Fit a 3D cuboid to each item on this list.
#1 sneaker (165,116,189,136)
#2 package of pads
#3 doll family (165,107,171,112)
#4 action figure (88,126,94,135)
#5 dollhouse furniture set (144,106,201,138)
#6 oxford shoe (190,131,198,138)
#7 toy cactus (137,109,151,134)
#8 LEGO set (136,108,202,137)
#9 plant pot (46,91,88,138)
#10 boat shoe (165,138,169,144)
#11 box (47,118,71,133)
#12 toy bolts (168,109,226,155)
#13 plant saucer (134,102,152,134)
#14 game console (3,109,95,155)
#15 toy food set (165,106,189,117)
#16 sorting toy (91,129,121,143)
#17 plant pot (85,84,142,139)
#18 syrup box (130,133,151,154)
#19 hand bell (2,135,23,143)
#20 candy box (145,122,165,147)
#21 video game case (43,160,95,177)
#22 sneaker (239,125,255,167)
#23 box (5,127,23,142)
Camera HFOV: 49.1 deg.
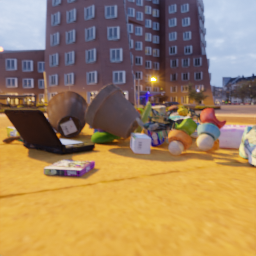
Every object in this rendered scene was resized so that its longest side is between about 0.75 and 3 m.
[{"bbox_3d":[1.909,-0.066,11.503,0.953,0.928,2.394,16,12,23],"label":"sneaker"},{"bbox_3d":[4.074,0.328,10.540,2.187,0.827,1.318,2,8,21],"label":"package of pads"},{"bbox_3d":[2.509,-0.443,15.503,2.340,0.918,1.353,38,35,4],"label":"doll family"},{"bbox_3d":[-1.290,0.128,13.691,1.449,1.498,0.783,16,-36,6],"label":"action figure"},{"bbox_3d":[2.187,-0.479,14.106,2.231,1.456,2.107,-12,7,-24],"label":"dollhouse furniture set"},{"bbox_3d":[3.811,0.211,13.080,0.850,0.652,2.259,-7,5,-35],"label":"oxford shoe"},{"bbox_3d":[1.367,-0.206,16.058,2.467,1.529,2.989,20,6,10],"label":"toy cactus"},{"bbox_3d":[1.461,-0.148,9.984,2.490,0.706,1.617,2,25,-5],"label":"LEGO set"},{"bbox_3d":[-3.000,-0.461,14.115,2.262,2.262,2.420,-1,22,-13],"label":"plant pot"},{"bbox_3d":[2.037,0.490,11.664,0.976,0.335,0.276,-1,2,2],"label":"boat shoe"},{"bbox_3d":[-4.003,-0.186,16.615,1.613,0.846,1.483,2,4,28],"label":"box"},{"bbox_3d":[2.275,0.441,8.756,1.710,1.241,1.790,36,-33,-10],"label":"toy bolts"},{"bbox_3d":[0.669,-0.301,13.196,0.302,1.947,1.947,26,5,-1],"label":"plant saucer"},{"bbox_3d":[-2.751,0.048,9.875,2.572,1.497,2.262,5,7,43],"label":"game console"},{"bbox_3d":[2.243,-0.709,13.717,1.265,0.702,2.150,-14,4,-20],"label":"toy food set"},{"bbox_3d":[-0.791,-0.221,12.538,1.768,1.208,2.942,-8,8,23],"label":"sorting toy"},{"bbox_3d":[-0.416,-0.479,10.546,1.641,1.882,1.882,34,15,15],"label":"plant pot"},{"bbox_3d":[0.405,0.524,9.706,0.551,0.532,1.352,4,5,-7],"label":"syrup box"},{"bbox_3d":[-4.491,0.404,11.570,1.660,0.864,0.864,-11,1,20],"label":"hand bell"},{"bbox_3d":[1.089,0.185,11.088,0.437,0.960,1.136,-15,1,15],"label":"candy box"},{"bbox_3d":[-1.388,0.963,6.762,0.907,0.179,1.001,1,5,13],"label":"video game case"},{"bbox_3d":[3.668,0.430,7.603,0.985,1.095,2.537,0,5,0],"label":"sneaker"},{"bbox_3d":[-4.793,0.233,13.314,1.435,0.591,2.445,-4,9,-39],"label":"box"}]
